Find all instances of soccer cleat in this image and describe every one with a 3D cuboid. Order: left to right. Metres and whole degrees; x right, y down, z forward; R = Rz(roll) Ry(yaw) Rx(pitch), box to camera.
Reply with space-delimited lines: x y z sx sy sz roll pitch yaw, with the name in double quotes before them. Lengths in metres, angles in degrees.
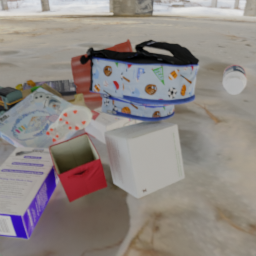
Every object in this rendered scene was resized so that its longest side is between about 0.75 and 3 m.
"soccer cleat" -1.414 -0.184 6.926 1.751 0.607 0.679 -27 15 43

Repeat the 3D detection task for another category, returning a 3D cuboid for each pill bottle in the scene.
"pill bottle" 5.380 -2.412 14.166 1.124 1.124 1.880 9 31 16

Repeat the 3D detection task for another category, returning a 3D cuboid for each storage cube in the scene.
"storage cube" -1.278 1.016 7.181 1.070 1.125 1.251 -21 43 -14

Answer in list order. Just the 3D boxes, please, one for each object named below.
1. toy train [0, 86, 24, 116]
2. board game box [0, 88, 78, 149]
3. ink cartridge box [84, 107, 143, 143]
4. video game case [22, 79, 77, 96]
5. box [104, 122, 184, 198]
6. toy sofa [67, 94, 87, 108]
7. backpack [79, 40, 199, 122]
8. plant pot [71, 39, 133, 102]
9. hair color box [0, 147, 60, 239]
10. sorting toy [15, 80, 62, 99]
"toy train" -5.175 -1.088 11.473 2.401 1.368 1.023 19 33 30
"board game box" -2.992 -0.184 9.639 2.303 0.502 2.314 27 54 22
"ink cartridge box" -0.349 -0.365 10.746 2.388 0.806 1.391 -25 37 -38
"video game case" -4.026 -2.015 14.370 2.675 0.254 1.911 -7 29 -11
"box" 0.427 0.742 7.588 1.598 1.591 1.369 -16 14 -26
"toy sofa" -2.802 -0.685 11.466 2.116 1.033 0.876 -18 10 -28
"backpack" 0.538 -1.326 8.006 2.748 2.223 2.885 9 23 38
"plant pot" -1.069 -2.415 12.835 2.716 2.793 2.793 -10 29 -2
"hair color box" -2.740 1.528 7.259 1.422 0.843 2.601 3 31 7
"sorting toy" -4.631 -1.653 13.184 2.019 0.363 2.710 -27 43 -31
